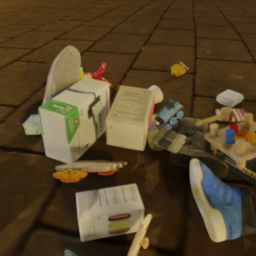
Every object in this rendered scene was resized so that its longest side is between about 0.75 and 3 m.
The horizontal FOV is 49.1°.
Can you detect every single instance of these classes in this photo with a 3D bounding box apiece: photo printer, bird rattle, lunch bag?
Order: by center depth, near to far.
[{"bbox_3d":[-3.257,-0.122,10.375,0.932,0.568,0.794,0,32,10],"label":"lunch bag"},{"bbox_3d":[4.453,-1.288,12.354,1.004,0.348,0.835,-28,43,-35],"label":"photo printer"},{"bbox_3d":[-2.357,-2.194,12.816,2.442,1.687,2.995,-3,26,26],"label":"bird rattle"}]

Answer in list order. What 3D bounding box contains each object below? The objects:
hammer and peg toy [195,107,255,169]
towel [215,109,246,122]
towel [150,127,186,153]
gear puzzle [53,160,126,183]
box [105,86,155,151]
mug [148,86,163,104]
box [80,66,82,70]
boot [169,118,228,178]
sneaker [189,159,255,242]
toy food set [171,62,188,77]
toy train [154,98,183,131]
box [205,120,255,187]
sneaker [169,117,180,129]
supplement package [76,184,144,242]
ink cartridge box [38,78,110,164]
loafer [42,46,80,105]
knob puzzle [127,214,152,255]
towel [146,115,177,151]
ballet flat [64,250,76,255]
[{"bbox_3d":[3.180,0.222,8.323,1.755,0.841,2.386,-17,25,-13],"label":"hammer and peg toy"},{"bbox_3d":[4.196,-0.495,11.352,1.173,0.133,0.845,0,35,3],"label":"towel"},{"bbox_3d":[1.253,0.379,8.664,0.887,0.159,0.921,22,39,21],"label":"towel"},{"bbox_3d":[-1.002,1.158,7.353,1.506,0.381,2.907,0,-2,11],"label":"gear puzzle"},{"bbox_3d":[0.121,-0.383,9.704,1.318,1.123,2.061,10,43,8],"label":"box"},{"bbox_3d":[0.934,-1.283,12.197,0.787,0.959,0.768,-31,76,-26],"label":"mug"},{"bbox_3d":[-3.223,-2.912,14.874,1.170,0.323,1.461,6,34,9],"label":"box"},{"bbox_3d":[2.360,0.556,9.111,1.912,0.763,2.103,21,33,11],"label":"boot"},{"bbox_3d":[2.451,1.697,7.210,1.314,0.907,2.363,-8,37,-2],"label":"sneaker"},{"bbox_3d":[2.693,-3.059,15.127,0.706,0.392,1.199,42,49,15],"label":"toy food set"},{"bbox_3d":[1.331,-0.419,9.409,1.150,0.657,0.499,-45,36,1],"label":"toy train"},{"bbox_3d":[4.213,0.853,8.714,2.214,0.716,2.808,-21,38,-31],"label":"box"},{"bbox_3d":[1.705,-0.154,10.296,0.569,0.990,0.372,-43,32,13],"label":"sneaker"},{"bbox_3d":[-0.447,2.030,6.772,1.501,0.854,0.822,-7,35,-10],"label":"supplement package"},{"bbox_3d":[-1.661,-0.329,9.461,1.077,1.902,2.594,15,37,20],"label":"ink cartridge box"},{"bbox_3d":[-2.533,-1.522,9.985,0.919,2.924,1.051,1,-16,42],"label":"loafer"},{"bbox_3d":[0.123,2.576,5.415,0.253,1.825,1.825,22,38,13],"label":"knob puzzle"},{"bbox_3d":[1.176,0.113,10.307,1.496,0.237,2.083,-11,34,-17],"label":"towel"},{"bbox_3d":[-0.967,2.937,5.909,1.056,0.358,0.398,14,53,17],"label":"ballet flat"}]
